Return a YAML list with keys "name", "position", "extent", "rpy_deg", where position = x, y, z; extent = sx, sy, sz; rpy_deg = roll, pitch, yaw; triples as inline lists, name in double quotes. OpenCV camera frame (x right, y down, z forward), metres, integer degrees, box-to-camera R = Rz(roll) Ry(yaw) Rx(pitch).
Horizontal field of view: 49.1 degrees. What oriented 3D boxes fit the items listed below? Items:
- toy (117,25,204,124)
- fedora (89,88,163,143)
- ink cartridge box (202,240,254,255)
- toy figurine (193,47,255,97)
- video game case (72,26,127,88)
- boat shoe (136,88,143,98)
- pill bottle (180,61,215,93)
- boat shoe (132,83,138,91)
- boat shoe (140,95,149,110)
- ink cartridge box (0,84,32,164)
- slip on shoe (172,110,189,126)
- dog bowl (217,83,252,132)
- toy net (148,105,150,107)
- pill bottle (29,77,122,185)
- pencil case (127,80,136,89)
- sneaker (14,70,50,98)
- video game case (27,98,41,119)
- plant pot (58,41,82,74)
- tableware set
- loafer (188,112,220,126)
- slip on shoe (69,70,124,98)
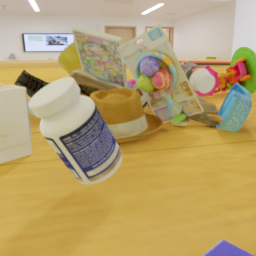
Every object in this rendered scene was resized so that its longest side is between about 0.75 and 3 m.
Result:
- name: "toy"
  position: [0.756, -1.164, 7.315]
  extent: [1.452, 2.522, 0.595]
  rpy_deg: [-17, 27, 39]
- name: "fedora"
  position: [-0.336, -0.430, 7.254]
  extent: [2.592, 1.057, 2.592]
  rpy_deg: [-5, 16, 1]
- name: "ink cartridge box"
  position: [0.977, 1.621, 1.468]
  extent: [2.653, 0.581, 2.678]
  rpy_deg: [-15, 21, -39]
- name: "toy figurine"
  position: [3.943, -2.167, 12.552]
  extent: [2.606, 2.126, 2.832]
  rpy_deg: [-13, -7, -9]
- name: "video game case"
  position: [-0.916, -2.177, 9.857]
  extent: [1.870, 2.612, 0.235]
  rpy_deg: [22, 56, 22]
- name: "boat shoe"
  position: [0.575, -1.337, 10.115]
  extent: [0.562, 0.562, 1.597]
  rpy_deg: [42, 41, 2]
- name: "pill bottle"
  position: [2.404, -1.820, 10.042]
  extent: [0.831, 0.831, 1.435]
  rpy_deg: [-7, 31, -21]
- name: "boat shoe"
  position: [0.259, -1.419, 10.863]
  extent: [0.305, 0.268, 0.857]
  rpy_deg: [8, 44, 24]
- name: "boat shoe"
  position: [0.375, -0.640, 8.574]
  extent: [0.296, 0.945, 0.337]
  rpy_deg: [19, 32, -44]
- name: "ink cartridge box"
  position: [-3.212, -0.149, 5.800]
  extent: [2.016, 1.458, 1.484]
  rpy_deg: [13, 21, 37]
- name: "slip on shoe"
  position: [1.608, -0.383, 8.467]
  extent: [0.515, 0.410, 1.353]
  rpy_deg: [5, 17, 17]
- name: "dog bowl"
  position: [2.965, -0.552, 7.795]
  extent: [0.482, 1.085, 1.946]
  rpy_deg: [27, 30, 8]
- name: "toy net"
  position: [0.240, -1.031, 10.747]
  extent: [2.336, 0.451, 1.226]
  rpy_deg: [4, 30, 21]
- name: "pill bottle"
  position: [-0.739, 0.060, 4.099]
  extent: [0.850, 1.470, 0.850]
  rpy_deg: [-19, 33, 13]
- name: "pencil case"
  position: [-0.565, -1.653, 11.844]
  extent: [2.111, 0.933, 0.933]
  rpy_deg: [-1, 16, -9]
- name: "sneaker"
  position: [-3.164, -1.320, 9.697]
  extent: [1.346, 0.948, 2.535]
  rpy_deg: [37, -12, -29]
- name: "video game case"
  position: [-3.047, -0.722, 8.454]
  extent: [1.032, 0.130, 1.441]
  rpy_deg: [33, 4, -43]
- name: "plant pot"
  position: [-2.316, -3.631, 16.035]
  extent: [2.712, 1.925, 2.712]
  rpy_deg: [-32, -5, -3]
- name: "tableware set"
  position: [1.835, -0.853, 9.421]
  extent: [2.123, 0.295, 2.542]
  rpy_deg: [4, 16, -8]
- name: "loafer"
  position: [2.190, -0.291, 8.041]
  extent: [0.921, 0.311, 0.350]
  rpy_deg: [18, 7, 12]
- name: "slip on shoe"
  position: [-0.937, -1.197, 9.736]
  extent: [2.436, 0.926, 0.738]
  rpy_deg: [26, 42, -14]
